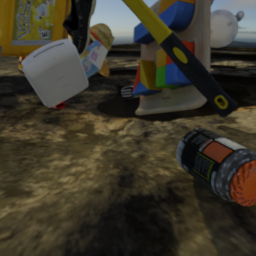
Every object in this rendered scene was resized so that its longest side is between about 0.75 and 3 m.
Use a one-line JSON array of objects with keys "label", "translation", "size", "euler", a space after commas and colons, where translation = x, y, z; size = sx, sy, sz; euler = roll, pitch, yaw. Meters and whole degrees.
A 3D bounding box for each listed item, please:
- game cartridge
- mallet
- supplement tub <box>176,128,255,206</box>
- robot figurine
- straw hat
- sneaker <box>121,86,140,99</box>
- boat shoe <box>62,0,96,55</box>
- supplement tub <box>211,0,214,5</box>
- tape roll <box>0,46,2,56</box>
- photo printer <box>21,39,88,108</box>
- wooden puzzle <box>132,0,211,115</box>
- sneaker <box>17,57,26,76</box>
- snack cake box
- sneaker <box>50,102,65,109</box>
[{"label": "game cartridge", "translation": [-3.004, -3.362, 8.645], "size": [2.634, 2.322, 0.427], "euler": [6, 2, 18]}, {"label": "mallet", "translation": [0.473, -1.245, 3.322], "size": [2.721, 0.896, 0.560], "euler": [38, 20, -11]}, {"label": "supplement tub", "translation": [2.020, 0.808, 6.137], "size": [1.164, 1.164, 1.899], "euler": [-9, 23, -23]}, {"label": "robot figurine", "translation": [2.680, -2.915, 8.334], "size": [1.557, 1.037, 1.836], "euler": [-33, 5, 20]}, {"label": "straw hat", "translation": [-1.046, -3.016, 9.608], "size": [1.048, 2.477, 2.477], "euler": [-40, 33, -11]}, {"label": "sneaker", "translation": [0.711, -1.911, 13.949], "size": [2.168, 0.807, 0.949], "euler": [-2, 16, -5]}, {"label": "boat shoe", "translation": [-1.260, -2.555, 6.781], "size": [0.635, 1.916, 0.716], "euler": [-13, 65, -27]}, {"label": "supplement tub", "translation": [1.610, -2.857, 6.452], "size": [0.590, 0.840, 0.590], "euler": [9, 53, -12]}, {"label": "tape roll", "translation": [-4.431, -2.291, 7.810], "size": [1.663, 0.549, 1.663], "euler": [17, 0, 0]}, {"label": "photo printer", "translation": [-1.404, -1.078, 5.507], "size": [1.085, 1.304, 0.453], "euler": [-31, 63, -11]}, {"label": "wooden puzzle", "translation": [0.775, -1.835, 6.344], "size": [0.693, 2.995, 2.774], "euler": [7, -3, -23]}, {"label": "sneaker", "translation": [-2.532, -2.048, 9.264], "size": [2.498, 1.125, 0.936], "euler": [18, 17, 12]}, {"label": "snack cake box", "translation": [-1.315, -1.837, 8.214], "size": [1.450, 0.487, 0.834], "euler": [-22, 40, 42]}, {"label": "sneaker", "translation": [-2.962, -1.131, 12.469], "size": [0.699, 0.474, 1.211], "euler": [18, 38, 21]}]
